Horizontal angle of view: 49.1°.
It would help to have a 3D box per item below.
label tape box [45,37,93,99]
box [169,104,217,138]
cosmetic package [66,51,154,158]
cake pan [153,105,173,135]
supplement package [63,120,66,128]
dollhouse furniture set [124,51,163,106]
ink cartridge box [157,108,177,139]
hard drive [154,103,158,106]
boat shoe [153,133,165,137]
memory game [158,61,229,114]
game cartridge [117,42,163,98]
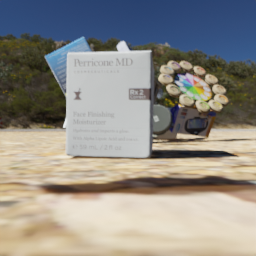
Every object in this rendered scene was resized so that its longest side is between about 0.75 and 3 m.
[{"bbox_3d":[-2.183,-2.363,12.682,1.980,2.763,0.913,-28,-1,-5],"label":"label tape box"},{"bbox_3d":[2.279,-0.258,10.201,1.759,1.047,0.365,6,21,-19],"label":"box"},{"bbox_3d":[-0.253,-0.391,5.309,1.470,1.783,1.471,0,0,6],"label":"cosmetic package"},{"bbox_3d":[0.817,-0.246,8.066,0.923,0.923,0.169,0,-17,8],"label":"cake pan"},{"bbox_3d":[-2.274,-0.971,14.137,1.354,2.381,1.304,17,-4,-15],"label":"supplement package"},{"bbox_3d":[-0.596,-1.018,9.980,2.720,1.917,1.906,-13,-41,46],"label":"dollhouse furniture set"},{"bbox_3d":[1.608,-0.199,11.672,0.842,0.838,1.147,-4,32,15],"label":"ink cartridge box"},{"bbox_3d":[0.312,-0.450,11.856,1.568,0.425,2.244,12,-31,3],"label":"hard drive"},{"bbox_3d":[0.200,-0.025,10.916,2.409,0.725,0.859,-4,13,11],"label":"boat shoe"},{"bbox_3d":[2.531,-1.616,10.655,2.924,2.924,0.186,0,-41,-24],"label":"memory game"},{"bbox_3d":[0.450,-2.423,11.499,0.518,2.496,1.662,-36,-30,13],"label":"game cartridge"}]
